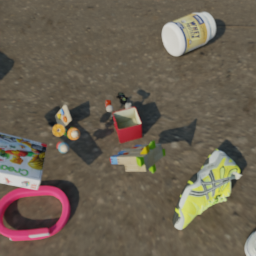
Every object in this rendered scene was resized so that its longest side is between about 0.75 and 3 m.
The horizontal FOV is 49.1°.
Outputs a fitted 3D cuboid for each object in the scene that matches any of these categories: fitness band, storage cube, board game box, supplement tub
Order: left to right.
[{"bbox_3d":[-3.525,0.761,7.566,2.446,0.423,1.544,16,32,-19],"label":"board game box"},{"bbox_3d":[-2.763,2.450,8.148,2.103,0.394,1.511,-3,51,-3],"label":"fitness band"},{"bbox_3d":[-0.015,-0.083,9.671,0.937,0.842,0.801,-15,55,-7],"label":"storage cube"},{"bbox_3d":[2.654,-4.135,12.258,2.004,1.447,1.447,-27,58,-17],"label":"supplement tub"}]

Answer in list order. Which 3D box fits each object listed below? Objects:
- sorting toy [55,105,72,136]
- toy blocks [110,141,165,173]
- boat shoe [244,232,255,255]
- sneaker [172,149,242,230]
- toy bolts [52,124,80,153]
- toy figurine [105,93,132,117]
[{"bbox_3d":[-2.266,-0.230,9.861,0.141,0.711,0.961,1,59,-49],"label":"sorting toy"},{"bbox_3d":[0.222,0.793,7.618,1.068,0.780,1.562,-5,10,30],"label":"toy blocks"},{"bbox_3d":[4.099,2.894,7.571,2.091,0.730,0.741,-20,56,-14],"label":"boat shoe"},{"bbox_3d":[2.330,1.826,8.147,1.103,1.089,2.888,34,62,23],"label":"sneaker"},{"bbox_3d":[-1.890,0.324,8.271,0.796,0.578,0.834,22,86,-20],"label":"toy bolts"},{"bbox_3d":[-0.314,-0.717,10.002,0.882,0.869,0.614,-30,35,5],"label":"toy figurine"}]
